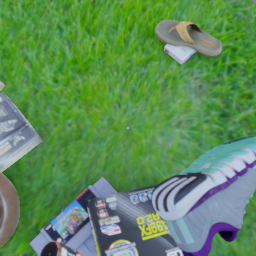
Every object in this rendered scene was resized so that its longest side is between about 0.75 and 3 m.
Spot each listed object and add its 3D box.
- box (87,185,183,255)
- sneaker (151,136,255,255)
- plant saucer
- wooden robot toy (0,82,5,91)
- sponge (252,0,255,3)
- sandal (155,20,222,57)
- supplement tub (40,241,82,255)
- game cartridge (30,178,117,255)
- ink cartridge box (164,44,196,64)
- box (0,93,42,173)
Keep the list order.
[{"bbox_3d":[0.325,2.410,6.673,2.294,0.508,1.838,-8,58,-19],"label":"box"},{"bbox_3d":[1.661,1.061,4.733,2.881,1.072,1.261,-22,94,-31],"label":"sneaker"},{"bbox_3d":[-3.934,2.109,7.010,2.309,0.398,2.309,0,86,-2],"label":"plant saucer"},{"bbox_3d":[-4.429,-1.607,8.478,1.332,0.604,0.587,38,75,13],"label":"wooden robot toy"},{"bbox_3d":[2.744,-3.614,6.328,1.030,0.275,1.846,-38,54,9],"label":"sponge"},{"bbox_3d":[1.915,-2.887,8.667,2.162,0.584,0.868,23,72,7],"label":"sandal"},{"bbox_3d":[-1.216,2.550,5.399,0.498,0.932,0.498,-21,46,23],"label":"supplement tub"},{"bbox_3d":[-1.071,2.617,7.129,2.443,0.469,1.584,-42,80,-13],"label":"game cartridge"},{"bbox_3d":[1.880,-2.716,9.045,1.286,0.270,0.767,-43,76,-11],"label":"ink cartridge box"},{"bbox_3d":[-3.871,0.349,7.824,2.256,0.545,1.786,-40,75,-12],"label":"box"}]
